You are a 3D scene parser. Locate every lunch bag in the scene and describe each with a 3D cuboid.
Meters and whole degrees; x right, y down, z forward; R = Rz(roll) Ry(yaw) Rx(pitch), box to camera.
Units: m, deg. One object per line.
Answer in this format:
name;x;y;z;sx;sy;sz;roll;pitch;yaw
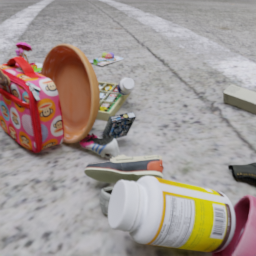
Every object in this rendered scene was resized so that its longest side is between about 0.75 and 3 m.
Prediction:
lunch bag;-3.198;-0.852;8.622;2.930;2.581;1.200;25;35;38

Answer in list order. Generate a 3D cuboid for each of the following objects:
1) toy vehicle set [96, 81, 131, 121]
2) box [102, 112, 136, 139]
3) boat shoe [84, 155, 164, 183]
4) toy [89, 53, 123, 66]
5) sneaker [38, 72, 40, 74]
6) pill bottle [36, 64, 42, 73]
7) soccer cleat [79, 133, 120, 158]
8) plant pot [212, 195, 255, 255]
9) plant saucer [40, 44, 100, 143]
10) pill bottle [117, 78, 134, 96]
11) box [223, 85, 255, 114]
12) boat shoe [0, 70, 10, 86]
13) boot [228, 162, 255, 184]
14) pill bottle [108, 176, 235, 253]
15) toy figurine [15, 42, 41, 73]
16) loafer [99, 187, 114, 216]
toy vehicle set;-1.037;-1.150;11.261;1.644;0.351;2.646;9;33;14
box;-0.290;-0.027;8.463;0.813;1.023;0.235;-14;61;-28
boat shoe;-0.101;0.969;6.908;1.943;0.692;0.608;0;56;7
toy;-1.230;-3.962;15.732;1.087;0.446;1.888;23;39;32
sneaker;-3.428;-1.734;10.932;0.942;1.338;2.519;14;38;-18
pill bottle;-3.486;-2.571;13.009;1.622;0.940;0.940;4;32;9
soccer cleat;-0.883;0.589;8.328;0.575;0.711;1.646;-38;23;-32
plant pot;2.424;2.199;4.880;1.418;1.584;1.584;28;38;12
plant saucer;-1.800;-1.032;8.644;0.558;2.984;2.984;-11;31;-44
pill bottle;-0.078;-1.568;10.531;0.556;0.556;1.001;-8;-2;-12
box;4.506;-1.112;10.831;0.633;0.527;1.540;-41;48;-20
boat shoe;-3.638;-1.444;7.751;0.927;0.326;0.326;34;29;30
boot;3.218;1.347;7.160;0.950;0.532;1.373;-3;18;3
pill bottle;0.795;1.616;5.301;2.208;1.206;1.206;15;27;-19
toy figurine;-3.770;-2.491;10.088;0.907;1.112;1.209;-4;26;19
loafer;0.317;1.590;6.460;1.950;0.681;0.682;-6;29;-9
